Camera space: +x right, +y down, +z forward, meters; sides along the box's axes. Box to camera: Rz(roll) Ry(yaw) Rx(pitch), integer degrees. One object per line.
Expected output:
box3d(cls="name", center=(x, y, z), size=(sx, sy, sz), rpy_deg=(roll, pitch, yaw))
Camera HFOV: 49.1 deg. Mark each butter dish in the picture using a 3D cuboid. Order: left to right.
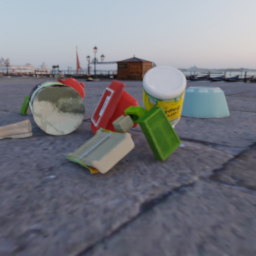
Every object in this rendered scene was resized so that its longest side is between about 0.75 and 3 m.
box3d(cls="butter dish", center=(-2.450, -1.730, 12.872), size=(0.993, 1.344, 1.340), rpy_deg=(-42, -10, -24))
box3d(cls="butter dish", center=(-0.286, -0.463, 9.784), size=(1.494, 2.021, 2.015), rpy_deg=(25, 5, -18))

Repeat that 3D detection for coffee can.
box3d(cls="coffee can", center=(-2.819, -0.845, 10.779), size=(1.813, 1.813, 2.477), rpy_deg=(-5, 13, -22))

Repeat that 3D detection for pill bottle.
box3d(cls="pill bottle", center=(0.961, -0.664, 7.869), size=(1.104, 1.957, 1.104), rpy_deg=(-1, 54, 2))

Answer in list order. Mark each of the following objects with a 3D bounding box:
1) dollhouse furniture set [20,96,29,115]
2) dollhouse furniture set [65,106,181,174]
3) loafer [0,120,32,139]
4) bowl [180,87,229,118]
box3d(cls="dollhouse furniture set", center=(-4.085, -0.801, 14.093), size=(2.394, 0.924, 1.196), rpy_deg=(18, 2, -8))
box3d(cls="dollhouse furniture set", center=(-0.117, 0.571, 7.207), size=(2.390, 1.199, 1.565), rpy_deg=(-39, 23, -26))
box3d(cls="loafer", center=(-4.258, 0.055, 9.437), size=(1.914, 0.602, 0.688), rpy_deg=(-4, 13, -20))
box3d(cls="bowl", center=(3.840, -1.385, 14.366), size=(2.661, 1.392, 2.661), rpy_deg=(0, 11, 0))
